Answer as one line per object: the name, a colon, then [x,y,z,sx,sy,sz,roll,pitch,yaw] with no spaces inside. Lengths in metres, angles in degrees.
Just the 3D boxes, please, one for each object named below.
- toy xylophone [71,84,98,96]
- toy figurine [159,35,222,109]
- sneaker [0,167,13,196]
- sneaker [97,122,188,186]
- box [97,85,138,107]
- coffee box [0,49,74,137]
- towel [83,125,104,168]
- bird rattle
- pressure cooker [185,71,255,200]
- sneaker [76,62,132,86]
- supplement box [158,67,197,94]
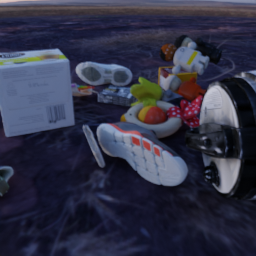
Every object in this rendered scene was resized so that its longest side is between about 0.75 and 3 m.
toy xylophone: [-1.823,-1.508,11.133,1.066,0.366,1.456,-6,1,11]
toy figurine: [1.935,-1.933,10.053,1.771,2.546,2.507,28,36,22]
sneaker: [-2.943,1.294,5.939,0.741,0.554,1.651,-7,24,-4]
sneaker: [0.443,0.374,7.073,1.196,1.126,2.921,-25,36,-35]
box: [-0.315,-1.306,11.241,1.496,0.372,1.180,11,29,17]
coffee box: [-3.091,-1.275,9.222,2.147,2.150,2.126,-10,29,-19]
towel: [-0.873,0.450,7.165,0.184,0.708,1.068,-25,48,-6]
bird rattle: [1.016,-0.323,8.899,2.658,1.497,2.167,32,51,27]
pressure cooker: [2.736,0.189,5.850,2.988,2.628,2.669,-4,48,-2]
sneaker: [-1.117,-2.571,13.289,2.623,1.022,1.303,10,21,-1]
supplement box: [2.148,-2.138,12.362,1.266,0.852,1.284,-8,28,-14]
